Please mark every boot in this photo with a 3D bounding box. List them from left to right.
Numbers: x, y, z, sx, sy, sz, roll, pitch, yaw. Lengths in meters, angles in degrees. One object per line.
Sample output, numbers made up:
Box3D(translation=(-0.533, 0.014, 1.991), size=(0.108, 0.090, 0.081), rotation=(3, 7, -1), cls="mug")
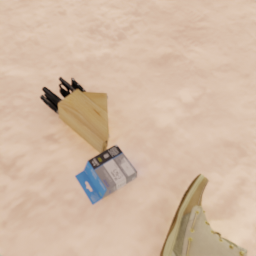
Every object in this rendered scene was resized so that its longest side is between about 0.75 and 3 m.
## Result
Box3D(translation=(2.327, 2.902, 7.941), size=(2.115, 0.986, 2.735), rotation=(22, 78, 14), cls="boot")

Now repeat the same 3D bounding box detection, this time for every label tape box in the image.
Box3D(translation=(-0.757, 1.513, 9.267), size=(1.737, 0.550, 1.252), rotation=(-30, 63, -18), cls="label tape box")

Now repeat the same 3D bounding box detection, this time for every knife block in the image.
Box3D(translation=(-1.984, -0.514, 10.056), size=(2.512, 0.916, 2.862), rotation=(1, 57, -9), cls="knife block")
